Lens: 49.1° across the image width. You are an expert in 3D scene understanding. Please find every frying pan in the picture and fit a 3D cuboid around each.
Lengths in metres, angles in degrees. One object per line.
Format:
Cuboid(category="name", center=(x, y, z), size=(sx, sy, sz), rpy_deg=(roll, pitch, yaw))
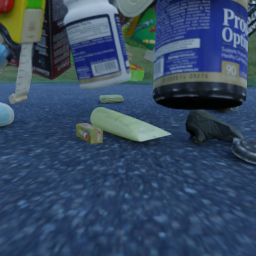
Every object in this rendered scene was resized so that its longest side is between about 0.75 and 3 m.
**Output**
Cuboid(category="frying pan", center=(2.549, 0.360, 6.021), size=(0.942, 0.254, 1.558), rpy_deg=(1, 25, -15))

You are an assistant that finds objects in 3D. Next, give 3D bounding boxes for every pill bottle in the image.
Cuboid(category="pill bottle", center=(1.170, -1.662, 4.576), size=(1.463, 2.616, 1.463), rpy_deg=(2, -3, 0))
Cuboid(category="pill bottle", center=(-0.768, -2.138, 6.669), size=(1.306, 2.256, 1.306), rpy_deg=(-11, 14, 3))

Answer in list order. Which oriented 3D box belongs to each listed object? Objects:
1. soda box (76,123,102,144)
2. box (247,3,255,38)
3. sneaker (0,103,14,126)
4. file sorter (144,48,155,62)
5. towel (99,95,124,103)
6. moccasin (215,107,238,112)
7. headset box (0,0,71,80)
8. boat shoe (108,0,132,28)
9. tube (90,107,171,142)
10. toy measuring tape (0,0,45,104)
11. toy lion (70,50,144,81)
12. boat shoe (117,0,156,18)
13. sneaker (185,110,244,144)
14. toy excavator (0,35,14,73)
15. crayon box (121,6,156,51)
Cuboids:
Cuboid(category="soda box", center=(-1.042, 0.136, 7.412), size=(0.328, 0.347, 1.026), rpy_deg=(-7, 14, -29))
Cuboid(category="box", center=(3.316, -3.244, 10.158), size=(0.651, 2.830, 2.250), rpy_deg=(42, 17, -17))
Cuboid(category="sneaker", center=(-5.140, -0.505, 8.898), size=(2.707, 1.001, 1.109), rpy_deg=(1, 8, 8))
Cuboid(category="file sorter", center=(1.439, -2.788, 9.845), size=(1.447, 1.004, 0.901), rpy_deg=(19, 32, -4))
Cuboid(category="towel", center=(-0.986, -1.663, 16.080), size=(1.349, 0.332, 1.818), rpy_deg=(-3, 13, -9))
Cuboid(category="moccasin", center=(4.323, -1.249, 12.701), size=(1.111, 1.053, 2.878), rpy_deg=(-7, 2, 6))
Cuboid(category="headset box", center=(-2.687, -2.746, 7.771), size=(2.015, 2.707, 1.045), rpy_deg=(21, 41, 14))
Cuboid(category="boat shoe", center=(-0.286, -3.110, 7.666), size=(0.852, 2.373, 0.899), rpy_deg=(2, 44, -33))
Cuboid(category="tube", center=(-0.118, -0.035, 7.746), size=(2.627, 0.682, 0.762), rpy_deg=(18, 65, 49))
Cuboid(category="toy measuring tape", center=(-2.221, -1.928, 5.322), size=(1.078, 2.930, 1.078), rpy_deg=(15, 29, -8))
Cuboid(category="toy lion", center=(-0.762, -2.192, 9.588), size=(2.591, 0.890, 2.484), rpy_deg=(11, 21, -8))
Cuboid(category="boat shoe", center=(0.910, -3.474, 6.418), size=(2.532, 0.909, 0.856), rpy_deg=(-26, 9, 27))
Cuboid(category="sneaker", center=(2.062, 0.181, 6.889), size=(1.483, 0.850, 0.567), rpy_deg=(29, -9, 0))
Cuboid(category="toy excavator", center=(-3.221, -1.738, 6.088), size=(1.755, 0.902, 1.805), rpy_deg=(25, -15, 14))
Cuboid(category="crayon box", center=(0.448, -3.253, 8.425), size=(0.755, 1.540, 2.593), rpy_deg=(25, 11, -20))
